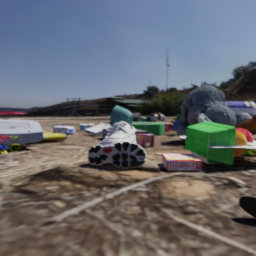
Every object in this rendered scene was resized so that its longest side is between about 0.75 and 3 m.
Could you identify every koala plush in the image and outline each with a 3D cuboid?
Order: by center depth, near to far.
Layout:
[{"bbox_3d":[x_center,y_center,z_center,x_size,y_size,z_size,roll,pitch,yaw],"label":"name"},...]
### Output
[{"bbox_3d":[3.221,-0.352,10.590,2.239,2.320,2.525,-1,16,-6],"label":"koala plush"}]

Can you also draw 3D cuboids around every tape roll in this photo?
[{"bbox_3d":[0.598,0.040,14.470,2.510,0.603,2.510,0,3,0],"label":"tape roll"}]

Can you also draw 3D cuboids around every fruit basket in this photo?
[{"bbox_3d":[2.542,0.415,6.989,2.013,0.944,1.865,7,5,-19],"label":"fruit basket"}]

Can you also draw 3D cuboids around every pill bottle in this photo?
[{"bbox_3d":[4.708,-0.568,13.161,2.233,1.337,1.337,2,4,5],"label":"pill bottle"}]

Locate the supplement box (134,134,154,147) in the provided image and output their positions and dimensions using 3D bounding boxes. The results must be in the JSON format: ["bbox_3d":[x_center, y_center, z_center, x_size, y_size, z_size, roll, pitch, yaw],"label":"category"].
[{"bbox_3d":[0.530,0.435,9.720,0.752,0.415,0.322,1,4,15],"label":"supplement box"}]

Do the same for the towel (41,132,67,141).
[{"bbox_3d":[-3.927,0.422,11.058,1.858,0.295,2.587,4,6,44],"label":"towel"}]

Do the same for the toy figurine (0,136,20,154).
[{"bbox_3d":[-3.748,0.509,8.227,0.585,0.515,0.976,-5,-1,30],"label":"toy figurine"}]

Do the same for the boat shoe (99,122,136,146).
[{"bbox_3d":[-0.202,0.252,8.144,0.926,0.881,2.571,1,0,16],"label":"boat shoe"}]

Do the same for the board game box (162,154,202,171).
[{"bbox_3d":[1.165,0.753,6.251,0.720,0.220,0.950,0,4,-1],"label":"board game box"}]

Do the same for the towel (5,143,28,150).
[{"bbox_3d":[-3.822,0.252,9.638,1.075,0.221,1.441,26,26,25],"label":"towel"}]

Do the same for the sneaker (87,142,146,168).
[{"bbox_3d":[-0.222,0.588,6.422,1.442,0.581,0.602,1,-2,27],"label":"sneaker"}]

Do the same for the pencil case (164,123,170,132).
[{"bbox_3d":[1.805,-0.042,16.078,1.208,0.566,0.548,0,6,-18],"label":"pencil case"}]

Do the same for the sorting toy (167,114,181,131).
[{"bbox_3d":[2.745,-0.211,13.989,1.145,0.782,1.906,12,1,-40],"label":"sorting toy"}]

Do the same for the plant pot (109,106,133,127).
[{"bbox_3d":[-0.266,-0.432,13.006,0.828,1.032,1.032,16,9,19],"label":"plant pot"}]

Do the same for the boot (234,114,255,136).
[{"bbox_3d":[3.721,0.214,8.551,1.571,1.479,0.538,-31,-56,28],"label":"boot"}]

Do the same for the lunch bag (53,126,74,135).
[{"bbox_3d":[-3.275,0.140,14.374,0.922,0.435,1.151,3,3,12],"label":"lunch bag"}]

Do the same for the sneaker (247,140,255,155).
[{"bbox_3d":[3.239,0.500,8.165,1.204,0.456,0.632,15,17,27],"label":"sneaker"}]

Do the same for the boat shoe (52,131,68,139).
[{"bbox_3d":[-3.012,0.283,12.308,1.080,0.308,0.361,2,-19,37],"label":"boat shoe"}]

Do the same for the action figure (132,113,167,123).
[{"bbox_3d":[0.889,-0.420,16.401,2.858,0.992,1.860,-4,-9,-7],"label":"action figure"}]

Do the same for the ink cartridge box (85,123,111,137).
[{"bbox_3d":[-1.438,0.082,14.019,1.072,0.218,1.069,-23,22,-32],"label":"ink cartridge box"}]

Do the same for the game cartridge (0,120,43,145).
[{"bbox_3d":[-3.922,0.113,8.955,2.200,0.450,1.464,0,14,-27],"label":"game cartridge"}]

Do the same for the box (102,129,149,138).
[{"bbox_3d":[-0.167,0.283,12.126,1.693,0.424,1.706,-2,4,-16],"label":"box"}]

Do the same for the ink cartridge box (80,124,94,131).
[{"bbox_3d":[-2.521,-0.025,17.283,0.884,0.370,0.641,-1,4,-9],"label":"ink cartridge box"}]

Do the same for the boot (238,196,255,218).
[{"bbox_3d":[1.788,0.919,3.461,0.706,0.243,0.757,17,15,28],"label":"boot"}]
